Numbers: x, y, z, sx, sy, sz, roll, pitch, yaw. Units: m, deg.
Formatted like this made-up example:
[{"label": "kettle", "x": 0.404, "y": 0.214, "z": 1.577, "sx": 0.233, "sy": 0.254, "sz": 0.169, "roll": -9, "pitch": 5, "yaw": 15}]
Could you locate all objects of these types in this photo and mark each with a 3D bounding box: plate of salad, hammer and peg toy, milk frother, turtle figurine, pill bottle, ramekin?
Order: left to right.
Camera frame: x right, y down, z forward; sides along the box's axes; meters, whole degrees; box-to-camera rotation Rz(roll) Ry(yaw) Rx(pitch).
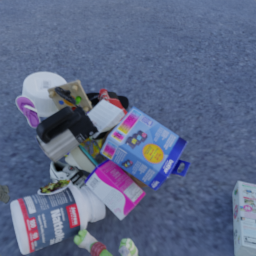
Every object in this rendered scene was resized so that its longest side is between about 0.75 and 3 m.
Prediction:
[{"label": "ramekin", "x": -3.333, "y": -1.417, "z": 11.347, "sx": 1.904, "sy": 0.928, "sz": 1.904, "roll": 10, "pitch": 45, "yaw": -10}, {"label": "plate of salad", "x": -2.136, "y": 1.676, "z": 8.121, "sx": 0.986, "sy": 0.237, "sz": 0.986, "roll": -12, "pitch": 11, "yaw": 2}, {"label": "pill bottle", "x": -2.042, "y": 2.559, "z": 8.358, "sx": 2.510, "sy": 1.501, "sz": 1.501, "roll": -13, "pitch": 41, "yaw": -28}, {"label": "milk frother", "x": -2.210, "y": -0.188, "z": 9.052, "sx": 1.733, "sy": 1.663, "sz": 1.843, "roll": -35, "pitch": 43, "yaw": -7}, {"label": "hammer and peg toy", "x": -2.072, "y": -0.805, "z": 10.457, "sx": 1.361, "sy": 1.850, "sz": 0.652, "roll": -11, "pitch": 35, "yaw": 18}, {"label": "turtle figurine", "x": -0.633, "y": 3.538, "z": 6.791, "sx": 2.489, "sy": 1.847, "sz": 2.567, "roll": 12, "pitch": 10, "yaw": 34}]

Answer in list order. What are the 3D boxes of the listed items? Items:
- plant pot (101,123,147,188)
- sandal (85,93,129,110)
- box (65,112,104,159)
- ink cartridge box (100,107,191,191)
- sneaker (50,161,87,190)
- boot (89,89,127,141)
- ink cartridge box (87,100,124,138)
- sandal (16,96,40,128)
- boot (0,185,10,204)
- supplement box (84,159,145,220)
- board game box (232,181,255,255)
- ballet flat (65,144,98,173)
[{"label": "plant pot", "x": 0.292, "y": 1.020, "z": 9.568, "sx": 2.106, "sy": 2.106, "sz": 1.836, "roll": -13, "pitch": 29, "yaw": -15}, {"label": "sandal", "x": -1.181, "y": -1.225, "z": 13.050, "sx": 2.435, "sy": 0.926, "sz": 0.521, "roll": -3, "pitch": -1, "yaw": 3}, {"label": "box", "x": -2.007, "y": 0.206, "z": 11.476, "sx": 1.971, "sy": 1.202, "sz": 1.898, "roll": 16, "pitch": 43, "yaw": 17}, {"label": "ink cartridge box", "x": 0.632, "y": 0.670, "z": 8.167, "sx": 2.341, "sy": 0.894, "sz": 1.597, "roll": 34, "pitch": 49, "yaw": 4}, {"label": "sneaker", "x": -1.934, "y": 1.791, "z": 9.814, "sx": 2.152, "sy": 0.952, "sz": 0.797, "roll": 21, "pitch": 43, "yaw": 21}, {"label": "boot", "x": -0.974, "y": -0.594, "z": 10.714, "sx": 2.489, "sy": 0.901, "sz": 1.796, "roll": -24, "pitch": 84, "yaw": -56}, {"label": "ink cartridge box", "x": -0.960, "y": -0.275, "z": 9.843, "sx": 1.095, "sy": 0.323, "sz": 1.367, "roll": 32, "pitch": 72, "yaw": 38}, {"label": "sandal", "x": -3.203, "y": -0.506, "z": 9.163, "sx": 0.503, "sy": 1.235, "sz": 0.304, "roll": -32, "pitch": 35, "yaw": -13}, {"label": "boot", "x": -3.570, "y": 1.526, "z": 7.530, "sx": 0.368, "sy": 0.709, "sz": 1.086, "roll": -34, "pitch": 56, "yaw": 10}, {"label": "supplement box", "x": -0.394, "y": 1.815, "z": 8.430, "sx": 1.585, "sy": 0.802, "sz": 0.819, "roll": 45, "pitch": 29, "yaw": 11}, {"label": "board game box", "x": 4.212, "y": 2.893, "z": 8.641, "sx": 1.719, "sy": 0.749, "sz": 2.330, "roll": 10, "pitch": 42, "yaw": 11}, {"label": "ballet flat", "x": -1.950, "y": 0.736, "z": 9.756, "sx": 0.948, "sy": 0.948, "sz": 2.729, "roll": -26, "pitch": 65, "yaw": -28}]
